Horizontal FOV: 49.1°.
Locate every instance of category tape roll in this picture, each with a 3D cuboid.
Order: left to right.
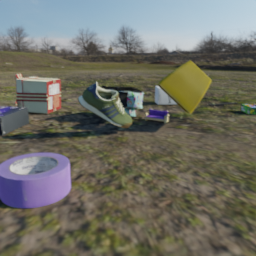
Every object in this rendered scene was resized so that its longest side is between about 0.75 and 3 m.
[{"bbox_3d":[-2.129,1.146,6.439,1.574,0.669,1.574,0,16,0],"label":"tape roll"}]

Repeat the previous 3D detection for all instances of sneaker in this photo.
[{"bbox_3d":[-0.603,-0.856,10.433,2.354,1.057,0.789,27,30,-28],"label":"sneaker"}]

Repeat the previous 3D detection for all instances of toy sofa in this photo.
[{"bbox_3d":[1.335,-0.556,13.013,1.053,0.514,0.436,10,18,29],"label":"toy sofa"}]

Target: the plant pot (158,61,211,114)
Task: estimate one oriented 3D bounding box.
[{"bbox_3d":[2.412,-1.779,11.730,1.777,1.567,1.777,43,8,1],"label":"plant pot"}]

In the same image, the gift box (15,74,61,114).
[{"bbox_3d":[-4.930,-1.841,14.969,2.006,1.982,2.148,5,10,11],"label":"gift box"}]

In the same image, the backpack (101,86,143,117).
[{"bbox_3d":[-0.278,-1.302,13.642,1.872,1.588,2.109,9,16,32],"label":"backpack"}]

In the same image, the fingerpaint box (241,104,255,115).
[{"bbox_3d":[6.639,-0.986,14.785,0.923,0.406,1.106,0,15,-2],"label":"fingerpaint box"}]

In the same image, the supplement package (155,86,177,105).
[{"bbox_3d":[2.611,-2.015,17.345,1.775,1.037,1.041,-1,15,-5],"label":"supplement package"}]

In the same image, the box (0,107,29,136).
[{"bbox_3d":[-5.318,-0.339,11.716,1.434,0.801,2.032,5,16,8],"label":"box"}]
